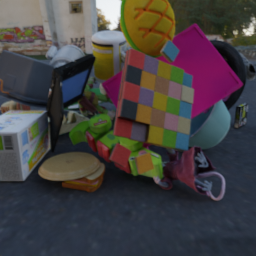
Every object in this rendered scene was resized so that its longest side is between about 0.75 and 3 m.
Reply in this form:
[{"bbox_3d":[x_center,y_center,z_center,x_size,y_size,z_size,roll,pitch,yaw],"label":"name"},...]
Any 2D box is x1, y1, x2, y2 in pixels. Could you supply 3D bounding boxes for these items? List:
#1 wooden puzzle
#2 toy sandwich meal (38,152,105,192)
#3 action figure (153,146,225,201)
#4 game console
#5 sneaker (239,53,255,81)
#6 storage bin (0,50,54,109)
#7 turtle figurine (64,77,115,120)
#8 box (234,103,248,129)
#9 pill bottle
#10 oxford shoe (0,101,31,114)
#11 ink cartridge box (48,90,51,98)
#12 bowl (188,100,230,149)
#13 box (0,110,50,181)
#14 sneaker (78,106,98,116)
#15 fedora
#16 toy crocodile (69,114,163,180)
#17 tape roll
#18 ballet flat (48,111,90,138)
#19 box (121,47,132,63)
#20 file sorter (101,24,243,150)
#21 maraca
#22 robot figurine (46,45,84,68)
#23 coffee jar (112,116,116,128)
[{"bbox_3d":[0.607,-0.496,5.772,1.748,2.947,0.207,14,-12,-29],"label":"wooden puzzle"},{"bbox_3d":[-1.243,0.993,6.299,1.504,0.515,1.504,-3,16,1],"label":"toy sandwich meal"},{"bbox_3d":[1.159,0.868,6.051,1.183,1.065,1.589,27,-19,-23],"label":"action figure"},{"bbox_3d":[-1.495,-0.620,7.437,1.859,2.114,1.230,-34,79,-33],"label":"game console"},{"bbox_3d":[3.895,-2.059,9.136,0.372,0.995,0.408,-28,-11,-14],"label":"sneaker"},{"bbox_3d":[-3.209,-1.493,8.317,1.938,1.301,1.410,20,7,27],"label":"storage bin"},{"bbox_3d":[-1.209,-1.032,9.710,1.714,1.272,1.767,20,-14,-16],"label":"turtle figurine"},{"bbox_3d":[4.115,-0.445,10.197,0.650,0.811,0.180,-18,25,-41],"label":"box"},{"bbox_3d":[-0.605,-2.132,9.409,1.112,1.985,1.112,0,35,0],"label":"pill bottle"},{"bbox_3d":[-4.241,-0.588,10.537,1.035,0.993,2.805,-11,6,-16],"label":"oxford shoe"},{"bbox_3d":[-4.042,-1.859,15.022,1.145,0.675,1.989,8,19,25],"label":"ink cartridge box"},{"bbox_3d":[2.190,-0.116,8.113,0.976,1.866,1.866,35,9,-17],"label":"bowl"},{"bbox_3d":[-2.825,0.344,7.082,1.082,1.201,2.136,0,17,1],"label":"box"},{"bbox_3d":[-1.716,-0.806,11.997,0.635,0.592,1.602,-16,16,-18],"label":"sneaker"},{"bbox_3d":[2.839,-1.534,9.877,2.976,2.976,1.359,17,11,43],"label":"fedora"},{"bbox_3d":[-0.335,0.465,6.653,2.778,0.938,0.858,28,52,35],"label":"toy crocodile"},{"bbox_3d":[-1.932,-1.235,12.165,2.095,0.504,2.095,-11,0,0],"label":"tape roll"},{"bbox_3d":[-2.069,-0.186,9.557,0.803,0.803,2.312,14,22,38],"label":"ballet flat"},{"bbox_3d":[0.784,-2.344,8.731,1.195,0.348,1.746,35,58,25],"label":"box"},{"bbox_3d":[1.111,-0.885,7.527,2.780,1.932,1.743,-33,-13,1],"label":"file sorter"},{"bbox_3d":[0.377,-2.616,6.341,1.424,2.077,1.111,-28,16,-31],"label":"maraca"},{"bbox_3d":[-1.981,-2.076,9.273,1.539,1.025,1.815,38,31,-23],"label":"robot figurine"},{"bbox_3d":[0.214,-0.051,9.293,1.461,0.623,0.762,14,25,42],"label":"coffee jar"}]
